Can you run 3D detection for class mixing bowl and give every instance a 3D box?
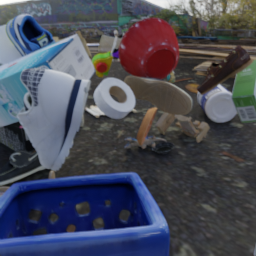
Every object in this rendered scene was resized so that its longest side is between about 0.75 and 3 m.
[{"bbox_3d":[0.961,-2.635,10.302,2.379,2.379,1.288,-8,41,-18],"label":"mixing bowl"}]

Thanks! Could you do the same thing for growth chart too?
[{"bbox_3d":[-0.938,-0.943,14.320,2.291,0.203,1.658,-10,24,-22],"label":"growth chart"}]

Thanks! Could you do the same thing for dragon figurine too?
[{"bbox_3d":[0.630,0.476,10.433,1.578,0.464,0.785,-12,14,-24],"label":"dragon figurine"}]

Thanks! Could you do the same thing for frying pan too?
[{"bbox_3d":[1.028,0.782,10.157,1.303,0.212,0.788,-12,20,2],"label":"frying pan"}]

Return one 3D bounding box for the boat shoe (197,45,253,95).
[{"bbox_3d":[2.800,-1.738,8.567,1.993,0.701,0.702,-39,6,47],"label":"boat shoe"}]

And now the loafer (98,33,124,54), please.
[{"bbox_3d":[-0.130,-4.071,13.543,2.766,0.944,1.046,-10,14,-27],"label":"loafer"}]

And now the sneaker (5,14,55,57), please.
[{"bbox_3d":[-2.475,-2.131,8.050,0.992,2.411,0.891,-10,34,48],"label":"sneaker"}]

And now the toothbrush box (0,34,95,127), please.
[{"bbox_3d":[-2.391,-1.124,6.961,2.619,1.117,1.918,-15,30,22],"label":"toothbrush box"}]

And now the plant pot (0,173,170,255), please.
[{"bbox_3d":[-0.759,2.041,4.200,2.329,2.094,2.329,-3,8,-7],"label":"plant pot"}]

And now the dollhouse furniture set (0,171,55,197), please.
[{"bbox_3d":[-3.213,1.631,6.850,2.626,1.163,1.361,1,23,1],"label":"dollhouse furniture set"}]

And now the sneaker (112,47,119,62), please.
[{"bbox_3d":[-0.120,-3.096,11.590,1.444,0.718,0.502,8,14,33],"label":"sneaker"}]

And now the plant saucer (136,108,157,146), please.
[{"bbox_3d":[0.455,-0.055,7.114,0.192,1.028,1.028,22,26,7],"label":"plant saucer"}]

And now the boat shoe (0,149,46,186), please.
[{"bbox_3d":[-3.233,1.077,8.363,0.908,0.855,2.527,-12,9,45],"label":"boat shoe"}]

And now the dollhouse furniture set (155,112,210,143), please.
[{"bbox_3d":[2.219,0.127,11.118,2.005,1.039,0.888,25,73,45],"label":"dollhouse furniture set"}]

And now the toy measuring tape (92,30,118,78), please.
[{"bbox_3d":[-0.941,-2.747,10.560,0.750,2.038,0.750,11,44,-11],"label":"toy measuring tape"}]

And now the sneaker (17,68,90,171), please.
[{"bbox_3d":[-1.636,-0.088,5.782,1.176,2.921,1.116,14,50,-14],"label":"sneaker"}]

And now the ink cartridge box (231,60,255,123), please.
[{"bbox_3d":[3.929,-1.371,8.929,0.663,1.160,2.235,-5,47,37],"label":"ink cartridge box"}]

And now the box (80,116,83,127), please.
[{"bbox_3d":[-2.790,-0.372,12.500,1.566,0.535,0.643,-3,23,-8],"label":"box"}]

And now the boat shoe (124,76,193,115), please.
[{"bbox_3d":[1.046,-1.172,9.225,2.668,0.960,0.865,22,28,36],"label":"boat shoe"}]

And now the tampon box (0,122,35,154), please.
[{"bbox_3d":[-3.617,0.133,10.241,2.107,1.330,1.579,19,29,39],"label":"tampon box"}]

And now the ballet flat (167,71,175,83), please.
[{"bbox_3d":[1.972,-2.464,12.970,0.408,0.408,1.153,0,43,-1],"label":"ballet flat"}]

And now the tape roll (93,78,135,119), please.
[{"bbox_3d":[-0.297,-0.666,6.292,0.920,0.322,0.920,19,51,-25],"label":"tape roll"}]

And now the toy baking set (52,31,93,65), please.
[{"bbox_3d":[-2.078,-2.379,9.521,1.822,2.374,0.276,-26,-17,26],"label":"toy baking set"}]

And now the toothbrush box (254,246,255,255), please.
[{"bbox_3d":[3.065,2.151,5.672,0.803,1.097,0.468,-15,25,-30],"label":"toothbrush box"}]

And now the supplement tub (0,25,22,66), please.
[{"bbox_3d":[-3.785,-1.996,9.610,1.951,1.951,2.684,-11,-17,-25],"label":"supplement tub"}]

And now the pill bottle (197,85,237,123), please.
[{"bbox_3d":[4.223,-1.370,13.679,1.469,1.469,2.644,0,23,1],"label":"pill bottle"}]
